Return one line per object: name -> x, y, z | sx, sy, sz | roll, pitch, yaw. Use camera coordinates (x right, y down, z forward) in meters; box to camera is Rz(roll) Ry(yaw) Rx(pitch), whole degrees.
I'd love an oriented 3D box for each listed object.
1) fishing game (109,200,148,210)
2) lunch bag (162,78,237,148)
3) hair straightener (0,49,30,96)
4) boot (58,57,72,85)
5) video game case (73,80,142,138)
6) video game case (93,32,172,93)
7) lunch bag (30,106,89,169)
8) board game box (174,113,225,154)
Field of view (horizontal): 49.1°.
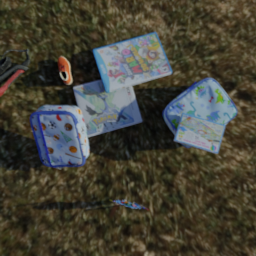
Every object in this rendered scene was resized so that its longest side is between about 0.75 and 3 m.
fishing game -> 0.020, 2.401, 8.934 | 1.195, 0.856, 0.186 | 16, 83, -21
lunch bag -> 2.397, -0.530, 9.591 | 2.205, 0.909, 1.772 | -37, 84, -3
hair straightener -> -4.614, -1.798, 9.783 | 1.123, 0.597, 2.917 | 43, 86, -10
boot -> -2.293, -2.097, 9.977 | 0.399, 0.570, 1.063 | -19, 84, 3
video game case -> -0.742, -0.825, 9.984 | 2.063, 0.227, 1.880 | -16, 82, -2
video game case -> 0.129, -2.373, 10.065 | 2.444, 0.218, 1.749 | -17, 74, -4
lunch bag -> -2.208, 0.340, 9.030 | 1.718, 0.810, 2.144 | 0, 116, 9
board game box -> 2.266, 0.170, 8.940 | 1.408, 0.241, 0.946 | 17, 84, 5
